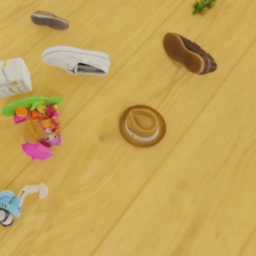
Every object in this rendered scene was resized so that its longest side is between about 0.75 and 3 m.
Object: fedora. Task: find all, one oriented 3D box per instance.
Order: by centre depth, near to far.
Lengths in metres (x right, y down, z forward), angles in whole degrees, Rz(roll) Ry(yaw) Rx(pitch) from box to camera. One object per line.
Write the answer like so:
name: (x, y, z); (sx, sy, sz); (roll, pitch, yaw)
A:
fedora: (0.499, -0.174, 9.847); (1.782, 0.727, 1.782); (0, 67, 1)

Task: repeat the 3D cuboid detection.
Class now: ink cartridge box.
ink cartridge box: (-4.416, -1.843, 10.404); (1.334, 0.982, 0.965); (-13, 68, -5)

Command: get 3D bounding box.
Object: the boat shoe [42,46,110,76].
boat shoe: (-2.019, -2.476, 10.690); (2.607, 0.959, 0.852); (3, 63, 2)

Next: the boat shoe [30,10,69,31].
boat shoe: (-3.255, -4.598, 11.773); (1.673, 0.634, 0.601); (15, 60, 0)

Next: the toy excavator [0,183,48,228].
toy excavator: (-3.563, 2.292, 8.852); (1.562, 0.802, 1.606); (19, 60, 7)

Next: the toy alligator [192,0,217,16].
toy alligator: (3.544, -5.574, 12.248); (1.968, 0.473, 0.652); (-40, 73, -15)

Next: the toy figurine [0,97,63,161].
toy figurine: (-2.965, 0.104, 9.609); (2.163, 1.624, 1.991); (-15, 81, -32)

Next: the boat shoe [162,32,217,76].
boat shoe: (2.314, -2.840, 10.753); (0.927, 0.928, 2.636); (-9, 47, -29)
